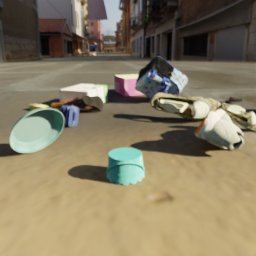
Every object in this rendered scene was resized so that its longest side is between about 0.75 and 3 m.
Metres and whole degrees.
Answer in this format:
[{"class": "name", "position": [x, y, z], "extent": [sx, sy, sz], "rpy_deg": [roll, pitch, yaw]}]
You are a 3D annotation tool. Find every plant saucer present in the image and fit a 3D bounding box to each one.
[{"class": "plant saucer", "position": [-2.395, 0.022, 7.303], "extent": [1.515, 1.515, 0.272], "rpy_deg": [-16, 51, -42]}]

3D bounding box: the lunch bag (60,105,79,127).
[{"class": "lunch bag", "position": [-2.063, -0.447, 9.992], "extent": [0.516, 0.781, 0.530], "rpy_deg": [15, 13, 26]}]

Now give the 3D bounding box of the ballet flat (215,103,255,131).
[{"class": "ballet flat", "position": [3.760, -0.388, 9.315], "extent": [1.645, 0.619, 0.558], "rpy_deg": [22, 54, 0]}]

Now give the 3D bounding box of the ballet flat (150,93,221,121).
[{"class": "ballet flat", "position": [2.130, -0.746, 10.553], "extent": [2.731, 0.926, 1.028], "rpy_deg": [11, 17, 12]}]

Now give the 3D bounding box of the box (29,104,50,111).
[{"class": "box", "position": [-3.899, -0.867, 12.316], "extent": [1.007, 0.252, 0.379], "rpy_deg": [13, 21, 34]}]

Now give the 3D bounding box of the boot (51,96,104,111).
[{"class": "boot", "position": [-2.125, -0.918, 12.113], "extent": [1.791, 0.613, 1.686], "rpy_deg": [-10, -1, 30]}]

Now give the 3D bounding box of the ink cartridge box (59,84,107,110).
[{"class": "ink cartridge box", "position": [-2.083, -1.518, 13.367], "extent": [1.501, 0.870, 2.073], "rpy_deg": [6, 18, 19]}]

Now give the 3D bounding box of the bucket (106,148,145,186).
[{"class": "bucket", "position": [-0.062, 0.828, 6.180], "extent": [0.865, 0.563, 0.865], "rpy_deg": [-1, 17, 0]}]

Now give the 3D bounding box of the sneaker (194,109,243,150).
[{"class": "sneaker", "position": [2.782, 0.163, 8.177], "extent": [1.195, 0.983, 2.597], "rpy_deg": [37, 21, 18]}]

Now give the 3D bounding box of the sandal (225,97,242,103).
[{"class": "sandal", "position": [5.298, -1.440, 14.106], "extent": [1.145, 0.274, 0.430], "rpy_deg": [-12, 19, -33]}]

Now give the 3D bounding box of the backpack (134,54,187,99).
[{"class": "backpack", "position": [1.709, -2.251, 14.052], "extent": [2.242, 1.508, 2.047], "rpy_deg": [30, -28, -18]}]

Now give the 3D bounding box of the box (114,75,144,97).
[{"class": "box", "position": [0.443, -2.551, 16.551], "extent": [2.093, 1.012, 1.841], "rpy_deg": [-7, 18, -20]}]
